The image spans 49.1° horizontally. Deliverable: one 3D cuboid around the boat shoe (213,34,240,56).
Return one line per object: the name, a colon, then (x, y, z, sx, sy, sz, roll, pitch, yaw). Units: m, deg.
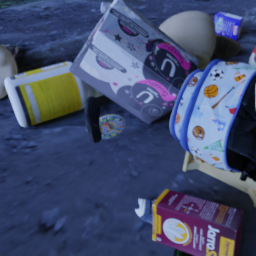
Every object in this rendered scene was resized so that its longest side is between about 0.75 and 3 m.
boat shoe: (3.550, -3.628, 11.642, 2.283, 0.821, 0.776, 22, 48, 22)

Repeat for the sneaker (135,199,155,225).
sneaker: (0.584, 1.642, 6.171, 0.696, 0.383, 0.950, 28, 54, 22)

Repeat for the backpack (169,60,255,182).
backpack: (1.860, -0.257, 5.348, 1.791, 2.214, 2.325, 15, 88, 28)

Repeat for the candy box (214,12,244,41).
candy box: (4.444, -4.550, 12.534, 1.165, 0.985, 0.449, 31, 54, 29)

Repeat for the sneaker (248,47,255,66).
sneaker: (5.824, -2.805, 10.581, 2.413, 1.025, 0.929, -9, 43, -9)

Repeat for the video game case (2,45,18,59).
video game case: (-5.456, -2.763, 11.049, 1.843, 0.330, 1.671, -4, 43, -5)

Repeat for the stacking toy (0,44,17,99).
stacking toy: (-5.013, -2.258, 9.520, 2.048, 2.048, 2.803, -19, 36, -20)

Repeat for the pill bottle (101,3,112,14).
pill bottle: (-0.906, -6.287, 14.768, 0.956, 0.544, 0.544, 8, 43, 8)

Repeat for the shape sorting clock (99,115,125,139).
shape sorting clock: (-0.493, -0.009, 7.063, 0.868, 0.868, 0.170, -10, 50, -11)

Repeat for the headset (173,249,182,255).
headset: (1.398, 2.739, 4.960, 1.049, 0.798, 1.699, -6, 27, 0)

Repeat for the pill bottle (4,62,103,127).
pill bottle: (-2.115, -1.107, 8.377, 2.667, 1.494, 1.494, -20, 46, -21)

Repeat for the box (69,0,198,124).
box: (0.201, -1.687, 7.630, 2.829, 1.869, 1.623, 32, 55, -19)

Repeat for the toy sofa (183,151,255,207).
toy sofa: (2.398, 0.890, 6.681, 1.988, 0.823, 0.970, 26, 49, 26)

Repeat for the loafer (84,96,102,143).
loafer: (-0.778, -0.172, 5.934, 0.345, 1.017, 0.357, -16, 22, -30)

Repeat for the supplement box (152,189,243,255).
supplement box: (1.246, 1.804, 5.150, 1.507, 0.832, 0.646, 9, 22, 30)

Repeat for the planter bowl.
planter bowl: (2.157, -2.833, 10.053, 2.168, 2.168, 1.459, -5, 69, -5)
